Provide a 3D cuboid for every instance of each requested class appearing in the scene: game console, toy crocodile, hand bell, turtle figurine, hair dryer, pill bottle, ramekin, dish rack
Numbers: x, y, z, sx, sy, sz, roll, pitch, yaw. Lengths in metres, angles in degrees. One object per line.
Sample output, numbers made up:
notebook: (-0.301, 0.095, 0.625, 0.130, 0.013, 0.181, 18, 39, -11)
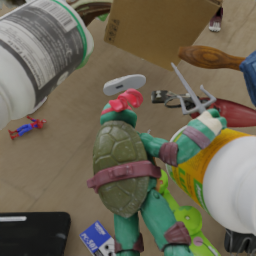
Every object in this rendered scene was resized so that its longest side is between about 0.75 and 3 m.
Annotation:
game console: (-2.619, 3.093, 5.860, 2.648, 1.541, 2.329, -1, 23, -1)
toy crocodile: (0.655, 1.481, 4.806, 0.730, 0.798, 2.365, -29, 47, -14)
hand bell: (2.397, -1.298, 5.818, 2.752, 1.433, 1.433, 13, 54, 7)
turtle figurine: (0.179, 0.668, 3.770, 1.479, 2.199, 2.937, 4, 67, -32)
hair dryer: (1.448, -0.261, 5.005, 2.026, 0.550, 1.543, 6, 11, -11)
pill bottle: (1.415, 0.647, 3.849, 1.206, 1.206, 2.172, -13, 11, -10)
ramekin: (-1.410, -2.072, 6.947, 1.132, 0.553, 1.132, 9, 71, -28)
dish rack: (3.104, 2.717, 4.961, 2.033, 0.723, 2.650, 6, 16, -11)
pill bottle: (-2.001, -1.143, 5.023, 1.542, 1.542, 2.727, 21, 48, 15)

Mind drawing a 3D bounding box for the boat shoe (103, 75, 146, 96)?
boat shoe: (-0.090, -1.059, 6.545, 1.015, 0.360, 0.354, -17, 38, 13)

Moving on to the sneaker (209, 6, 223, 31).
sneaker: (3.582, -4.660, 11.290, 0.572, 0.873, 1.512, 3, 53, 2)

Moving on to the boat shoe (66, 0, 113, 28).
boat shoe: (-1.269, -3.078, 7.792, 2.202, 0.814, 0.813, 2, 12, 26)

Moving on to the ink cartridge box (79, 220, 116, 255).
ink cartridge box: (-0.530, 2.665, 6.178, 0.531, 0.250, 1.130, -35, 60, -24)

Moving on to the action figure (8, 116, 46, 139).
action figure: (-2.921, -0.098, 8.105, 1.090, 0.539, 0.356, -22, 57, -19)

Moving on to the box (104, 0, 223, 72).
box: (0.615, -2.522, 6.745, 2.176, 2.661, 0.283, 23, 67, -5)

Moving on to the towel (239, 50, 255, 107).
towel: (2.595, -1.060, 4.382, 1.672, 0.933, 0.406, -34, 24, -5)

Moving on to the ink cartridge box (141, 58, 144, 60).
ink cartridge box: (0.637, -3.392, 8.036, 1.801, 0.532, 2.250, -29, 93, 21)

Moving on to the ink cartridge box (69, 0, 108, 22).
ink cartridge box: (-0.983, -5.020, 9.024, 1.011, 1.752, 2.398, 36, 98, 33)

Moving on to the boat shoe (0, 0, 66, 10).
boat shoe: (-2.661, -3.215, 6.519, 1.214, 1.052, 2.848, -38, 76, -16)

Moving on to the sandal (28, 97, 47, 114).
sandal: (-2.900, -0.886, 8.834, 0.447, 0.270, 1.098, 13, 54, 10)
